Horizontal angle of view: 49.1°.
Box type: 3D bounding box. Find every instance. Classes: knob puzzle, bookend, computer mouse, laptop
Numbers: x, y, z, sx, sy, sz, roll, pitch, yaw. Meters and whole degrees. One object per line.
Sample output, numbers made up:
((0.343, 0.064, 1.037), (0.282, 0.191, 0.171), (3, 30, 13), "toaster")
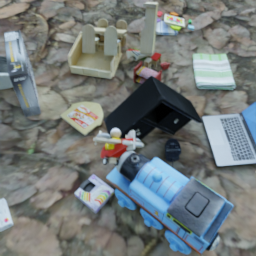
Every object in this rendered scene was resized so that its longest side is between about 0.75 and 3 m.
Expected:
((-1.317, -0.375, 8.781), (1.327, 0.184, 1.327), (4, 51, -5), "knob puzzle")
((0.711, -0.210, 8.063), (1.966, 1.954, 0.906), (-40, 50, 26), "bookend")
((1.249, 0.995, 7.755), (0.457, 0.265, 1.559), (-1, 59, 8), "computer mouse")
((3.308, -0.008, 7.890), (1.917, 1.111, 1.795), (-4, 52, -2), "laptop")

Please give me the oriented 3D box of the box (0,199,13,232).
((-3.367, 2.245, 6.791), (0.935, 0.193, 0.729), (-25, 57, -16), "box")

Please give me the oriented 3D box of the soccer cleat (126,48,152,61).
((0.418, -2.717, 10.523), (1.021, 0.350, 0.435), (3, 94, -19), "soccer cleat")

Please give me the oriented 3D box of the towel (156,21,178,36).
((1.402, -4.224, 11.758), (1.332, 0.159, 0.978), (3, 52, 3), "towel")

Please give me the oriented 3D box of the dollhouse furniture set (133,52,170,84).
((0.929, -2.113, 9.825), (0.873, 0.660, 1.622), (26, 57, 18), "dollhouse furniture set")

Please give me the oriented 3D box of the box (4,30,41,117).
((-3.340, -1.722, 8.858), (0.528, 1.729, 2.184), (-14, 54, -13), "box")

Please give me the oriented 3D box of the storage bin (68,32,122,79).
((-1.162, -2.631, 10.169), (1.600, 0.750, 1.589), (10, 53, 7), "storage bin")

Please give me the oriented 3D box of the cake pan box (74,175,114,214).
((-0.874, 1.677, 7.222), (0.788, 0.206, 0.725), (34, 58, 23), "cake pan box")

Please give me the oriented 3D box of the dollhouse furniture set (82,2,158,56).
((-0.255, -3.561, 9.814), (2.432, 1.615, 2.131), (7, 27, 7), "dollhouse furniture set")

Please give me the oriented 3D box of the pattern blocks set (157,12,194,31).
((1.930, -4.500, 11.764), (1.648, 0.134, 1.449), (3, 48, -12), "pattern blocks set")

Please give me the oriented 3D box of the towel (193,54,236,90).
((3.035, -2.079, 10.048), (1.333, 0.274, 1.786), (3, 52, 1), "towel")

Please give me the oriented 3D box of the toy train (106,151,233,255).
((0.815, 1.579, 6.356), (2.937, 1.678, 1.273), (35, 60, 23), "toy train")

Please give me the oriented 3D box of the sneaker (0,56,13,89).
((-4.960, -1.895, 9.632), (2.287, 0.809, 1.134), (-3, 49, -7), "sneaker")

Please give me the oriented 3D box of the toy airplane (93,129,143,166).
((-0.191, 0.302, 6.013), (1.016, 1.020, 0.720), (-14, 62, 0), "toy airplane")
